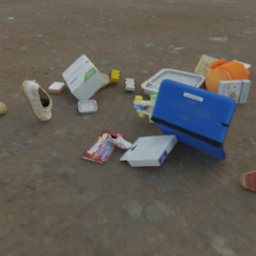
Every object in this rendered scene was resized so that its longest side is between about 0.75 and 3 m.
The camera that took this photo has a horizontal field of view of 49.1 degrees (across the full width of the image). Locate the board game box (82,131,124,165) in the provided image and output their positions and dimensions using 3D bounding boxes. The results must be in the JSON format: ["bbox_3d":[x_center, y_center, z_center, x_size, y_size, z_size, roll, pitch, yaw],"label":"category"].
[{"bbox_3d":[-0.876,0.659,10.101,0.859,0.162,1.669,12,36,19],"label":"board game box"}]

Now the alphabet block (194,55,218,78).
[{"bbox_3d":[4.244,-3.109,14.623,0.985,1.004,0.980,34,16,38],"label":"alphabet block"}]

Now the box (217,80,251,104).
[{"bbox_3d":[4.747,-1.610,12.676,1.357,1.058,0.279,-3,31,-5],"label":"box"}]

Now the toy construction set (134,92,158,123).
[{"bbox_3d":[1.826,-0.615,10.906,2.957,1.362,1.939,29,26,28],"label":"toy construction set"}]

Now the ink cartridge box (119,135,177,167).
[{"bbox_3d":[0.704,0.781,9.584,1.531,0.331,1.503,-8,25,38],"label":"ink cartridge box"}]

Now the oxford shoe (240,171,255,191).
[{"bbox_3d":[4.334,1.560,8.514,1.900,0.672,0.701,-2,2,6],"label":"oxford shoe"}]

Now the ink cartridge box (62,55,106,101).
[{"bbox_3d":[-2.130,-2.372,13.343,1.524,0.880,2.087,-41,41,5],"label":"ink cartridge box"}]

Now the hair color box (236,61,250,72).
[{"bbox_3d":[5.753,-3.043,15.243,1.014,0.584,1.828,30,43,33],"label":"hair color box"}]

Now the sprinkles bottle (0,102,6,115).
[{"bbox_3d":[-5.801,-0.538,11.556,0.516,0.516,1.513,19,38,26],"label":"sprinkles bottle"}]

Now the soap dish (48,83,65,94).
[{"bbox_3d":[-3.515,-1.959,13.871,0.601,0.310,0.764,8,34,11],"label":"soap dish"}]

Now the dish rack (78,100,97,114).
[{"bbox_3d":[-1.798,-0.906,12.399,0.794,0.201,0.925,-5,34,-10],"label":"dish rack"}]

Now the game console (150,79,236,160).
[{"bbox_3d":[2.198,-0.260,9.312,2.538,2.166,1.502,24,18,30],"label":"game console"}]

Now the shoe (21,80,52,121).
[{"bbox_3d":[-3.351,-0.938,10.759,0.615,2.302,0.805,5,62,8],"label":"shoe"}]

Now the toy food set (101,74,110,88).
[{"bbox_3d":[-1.689,-2.393,14.434,1.505,0.370,1.521,-25,41,-28],"label":"toy food set"}]

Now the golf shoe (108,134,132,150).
[{"bbox_3d":[-0.280,0.497,9.903,0.878,0.404,0.319,15,31,4],"label":"golf shoe"}]

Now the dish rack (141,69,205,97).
[{"bbox_3d":[2.227,-2.002,13.615,2.419,0.614,2.819,17,38,27],"label":"dish rack"}]

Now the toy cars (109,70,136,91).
[{"bbox_3d":[-0.311,-2.331,14.291,0.977,0.482,2.179,-21,44,-37],"label":"toy cars"}]

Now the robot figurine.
[{"bbox_3d":[4.701,-2.366,13.454,2.414,1.737,1.408,-25,26,-28],"label":"robot figurine"}]
